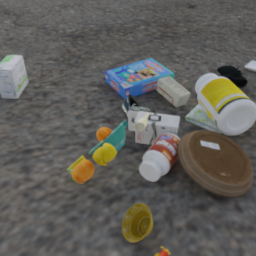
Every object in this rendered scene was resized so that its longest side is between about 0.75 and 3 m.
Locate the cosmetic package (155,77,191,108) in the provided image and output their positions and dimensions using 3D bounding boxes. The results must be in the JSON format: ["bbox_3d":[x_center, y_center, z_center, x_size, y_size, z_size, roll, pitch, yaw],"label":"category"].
[{"bbox_3d":[1.833,-1.501,11.561,0.680,0.574,1.316,-18,51,-34],"label":"cosmetic package"}]

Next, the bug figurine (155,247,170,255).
[{"bbox_3d":[0.927,3.081,5.918,1.087,0.280,0.843,25,44,29],"label":"bug figurine"}]

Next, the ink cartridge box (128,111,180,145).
[{"bbox_3d":[0.784,0.047,9.339,1.729,1.001,0.576,7,45,10],"label":"ink cartridge box"}]

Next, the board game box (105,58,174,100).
[{"bbox_3d":[0.503,-2.298,12.766,2.556,0.575,1.944,-21,42,-20],"label":"board game box"}]

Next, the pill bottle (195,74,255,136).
[{"bbox_3d":[3.276,-0.946,9.817,1.369,1.369,2.445,-7,37,-9],"label":"pill bottle"}]

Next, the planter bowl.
[{"bbox_3d":[0.308,2.309,6.709,0.920,0.383,0.920,-31,41,31],"label":"planter bowl"}]

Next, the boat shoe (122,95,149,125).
[{"bbox_3d":[0.351,-0.605,10.524,0.702,0.580,1.876,4,33,-25],"label":"boat shoe"}]

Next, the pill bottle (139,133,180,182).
[{"bbox_3d":[0.978,0.876,8.384,0.859,0.859,1.531,20,41,25],"label":"pill bottle"}]

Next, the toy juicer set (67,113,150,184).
[{"bbox_3d":[-0.518,0.325,7.575,2.947,0.802,1.875,-41,3,-6],"label":"toy juicer set"}]

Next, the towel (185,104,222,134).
[{"bbox_3d":[3.115,-0.417,10.523,1.521,0.366,1.302,26,43,30],"label":"towel"}]

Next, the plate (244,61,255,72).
[{"bbox_3d":[6.584,-3.061,14.220,1.039,0.168,1.037,28,44,33],"label":"plate"}]

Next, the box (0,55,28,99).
[{"bbox_3d":[-4.991,-2.220,12.112,0.736,1.342,1.521,1,38,1],"label":"box"}]

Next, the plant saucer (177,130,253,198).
[{"bbox_3d":[2.601,0.908,8.187,2.392,0.352,2.392,11,43,-11],"label":"plant saucer"}]

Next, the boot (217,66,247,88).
[{"bbox_3d":[4.542,-2.424,12.989,1.700,0.629,1.393,0,38,-12],"label":"boot"}]
